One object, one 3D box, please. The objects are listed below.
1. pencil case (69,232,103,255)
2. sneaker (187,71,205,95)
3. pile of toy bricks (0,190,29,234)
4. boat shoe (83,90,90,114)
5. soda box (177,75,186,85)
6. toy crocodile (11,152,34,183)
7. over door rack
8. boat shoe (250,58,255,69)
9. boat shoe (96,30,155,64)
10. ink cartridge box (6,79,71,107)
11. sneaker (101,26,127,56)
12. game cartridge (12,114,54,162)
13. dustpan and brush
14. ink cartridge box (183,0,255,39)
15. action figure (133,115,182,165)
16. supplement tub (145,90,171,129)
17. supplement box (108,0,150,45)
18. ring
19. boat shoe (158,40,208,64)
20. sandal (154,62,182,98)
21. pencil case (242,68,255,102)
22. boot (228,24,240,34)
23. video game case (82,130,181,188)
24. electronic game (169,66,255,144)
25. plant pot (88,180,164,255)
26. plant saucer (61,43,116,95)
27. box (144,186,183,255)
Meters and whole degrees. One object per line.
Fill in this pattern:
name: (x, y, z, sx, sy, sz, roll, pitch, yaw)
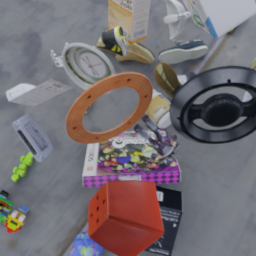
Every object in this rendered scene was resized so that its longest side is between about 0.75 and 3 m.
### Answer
pencil case: (-1.516, 4.165, 8.107, 0.982, 0.882, 2.261, 28, 65, -2)
sneaker: (1.936, -1.280, 8.131, 0.270, 0.316, 0.770, -34, 93, -12)
pile of toy bricks: (-4.134, 2.694, 9.001, 1.787, 0.991, 0.882, 31, 95, -2)
boat shoe: (-1.637, -1.207, 11.128, 0.497, 0.414, 1.331, 8, 62, 6)
soda box: (2.132, -1.382, 11.187, 0.490, 0.458, 1.440, -3, 63, -2)
toy crocodile: (-3.688, 1.379, 9.873, 0.397, 0.363, 1.177, 19, 60, 10)
over door rack: (-1.644, -2.416, 9.064, 1.596, 0.532, 1.179, -12, 30, -16)
boat shoe: (4.200, -1.688, 8.226, 1.039, 2.836, 0.889, 32, 73, 9)
boat shoe: (-0.165, -3.212, 11.979, 2.662, 0.954, 1.014, 29, 80, 22)
ink cartridge box: (-2.651, -1.144, 8.415, 1.502, 1.209, 0.376, -25, 80, 13)
sneaker: (-0.470, -3.000, 9.742, 0.769, 1.816, 0.676, -3, 82, 6)
game cartridge: (-2.737, 0.269, 8.180, 0.272, 0.887, 1.332, -26, 103, 21)
dustpan and brush: (1.725, -3.842, 9.737, 0.582, 1.419, 2.033, -19, 20, -22)
ink cartridge box: (2.729, -4.051, 8.762, 1.457, 1.464, 1.996, -32, 32, 11)
action figure: (0.716, 0.347, 6.521, 0.895, 0.477, 1.376, -48, 112, -6)
supplement tub: (1.140, -0.717, 10.570, 0.951, 0.951, 1.314, -35, 68, -16)
supplement box: (0.012, -4.377, 9.953, 0.839, 2.283, 1.438, -29, 55, -27)
ring: (-0.486, -0.496, 7.601, 2.626, 2.626, 0.252, -27, 59, -13)
boat shoe: (2.293, -3.340, 11.971, 2.255, 0.844, 0.697, -15, 65, -9)
sandal: (1.490, -1.401, 9.375, 0.714, 0.480, 1.778, -45, 102, 4)
pencil case: (3.547, -1.073, 7.805, 0.472, 1.135, 0.515, 31, 48, 30)
boot: (4.406, -5.429, 13.155, 1.968, 0.651, 1.724, 34, 68, 17)
video game case: (0.051, 0.906, 9.241, 2.888, 0.517, 2.618, -2, 28, -1)
electronic game: (2.406, -0.464, 7.268, 2.657, 2.657, 0.553, 2, 47, 1)
plant pot: (-0.153, 1.779, 5.733, 1.091, 1.238, 1.237, 23, 35, -24)
plant saucer: (-1.009, -1.679, 7.751, 1.710, 1.710, 0.429, 23, 57, 11)
box: (0.626, 2.670, 8.331, 1.694, 1.666, 1.050, 11, 23, 5)
